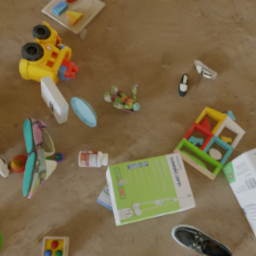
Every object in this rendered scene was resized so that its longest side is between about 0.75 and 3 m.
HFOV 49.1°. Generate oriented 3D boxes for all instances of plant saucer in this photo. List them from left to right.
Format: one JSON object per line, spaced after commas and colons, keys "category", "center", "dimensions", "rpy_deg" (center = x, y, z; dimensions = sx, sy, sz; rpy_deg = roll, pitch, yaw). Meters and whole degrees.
{"category": "plant saucer", "center": [-1.484, -0.562, 9.588], "dimensions": [1.215, 1.215, 0.166], "rpy_deg": [41, 62, 14]}

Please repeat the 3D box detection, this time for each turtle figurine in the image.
{"category": "turtle figurine", "center": [-0.222, -1.225, 10.527], "dimensions": [1.389, 1.433, 1.031], "rpy_deg": [24, 93, 30]}

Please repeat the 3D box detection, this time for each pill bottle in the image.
{"category": "pill bottle", "center": [-1.243, 1.121, 10.023], "dimensions": [0.991, 0.556, 0.556], "rpy_deg": [2, 69, 0]}

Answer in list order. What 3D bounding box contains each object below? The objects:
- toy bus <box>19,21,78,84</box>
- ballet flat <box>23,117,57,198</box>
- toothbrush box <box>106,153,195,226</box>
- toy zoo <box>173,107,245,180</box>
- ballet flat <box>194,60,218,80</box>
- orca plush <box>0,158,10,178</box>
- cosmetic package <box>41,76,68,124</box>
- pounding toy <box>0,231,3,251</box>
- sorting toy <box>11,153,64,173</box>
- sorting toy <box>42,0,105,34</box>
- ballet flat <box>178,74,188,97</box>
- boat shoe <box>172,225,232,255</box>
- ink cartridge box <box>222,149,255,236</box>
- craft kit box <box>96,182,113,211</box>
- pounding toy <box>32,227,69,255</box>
{"category": "toy bus", "center": [-2.961, -2.779, 11.112], "dimensions": [2.111, 1.492, 2.199], "rpy_deg": [19, 67, -7]}
{"category": "ballet flat", "center": [-3.032, 0.946, 9.648], "dimensions": [1.048, 1.018, 2.946], "rpy_deg": [12, 52, -36]}
{"category": "toothbrush box", "center": [0.662, 1.983, 9.104], "dimensions": [2.455, 1.057, 1.787], "rpy_deg": [-10, 69, -12]}
{"category": "toy zoo", "center": [3.131, 0.379, 10.452], "dimensions": [1.726, 0.269, 2.630], "rpy_deg": [35, 73, 12]}
{"category": "ballet flat", "center": [3.104, -2.345, 11.428], "dimensions": [1.153, 0.392, 0.388], "rpy_deg": [36, 80, 14]}
{"category": "orca plush", "center": [-4.542, 1.388, 10.042], "dimensions": [0.442, 0.298, 0.839], "rpy_deg": [-40, 99, -26]}
{"category": "cosmetic package", "center": [-2.753, -1.025, 10.448], "dimensions": [0.378, 1.103, 1.463], "rpy_deg": [-26, 71, -29]}
{"category": "pounding toy", "center": [-5.032, 3.803, 8.853], "dimensions": [1.851, 0.859, 1.429], "rpy_deg": [-32, 72, -12]}
{"category": "sorting toy", "center": [-3.277, 1.163, 9.901], "dimensions": [1.938, 0.667, 0.672], "rpy_deg": [-9, 80, -3]}
{"category": "sorting toy", "center": [-2.184, -5.814, 12.684], "dimensions": [2.203, 0.439, 2.980], "rpy_deg": [34, 74, 12]}
{"category": "ballet flat", "center": [2.207, -1.736, 11.206], "dimensions": [0.346, 0.348, 1.017], "rpy_deg": [9, 70, 2]}
{"category": "boat shoe", "center": [2.383, 3.700, 8.989], "dimensions": [1.995, 0.565, 0.685], "rpy_deg": [21, 80, 10]}
{"category": "ink cartridge box", "center": [4.422, 2.159, 8.818], "dimensions": [1.210, 2.101, 2.879], "rpy_deg": [-19, 72, -9]}
{"category": "craft kit box", "center": [-0.176, 2.295, 9.709], "dimensions": [1.382, 0.335, 1.365], "rpy_deg": [29, 74, 9]}
{"category": "pounding toy", "center": [-2.560, 3.736, 9.049], "dimensions": [1.185, 0.542, 1.041], "rpy_deg": [1, 70, 0]}
